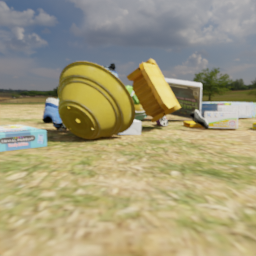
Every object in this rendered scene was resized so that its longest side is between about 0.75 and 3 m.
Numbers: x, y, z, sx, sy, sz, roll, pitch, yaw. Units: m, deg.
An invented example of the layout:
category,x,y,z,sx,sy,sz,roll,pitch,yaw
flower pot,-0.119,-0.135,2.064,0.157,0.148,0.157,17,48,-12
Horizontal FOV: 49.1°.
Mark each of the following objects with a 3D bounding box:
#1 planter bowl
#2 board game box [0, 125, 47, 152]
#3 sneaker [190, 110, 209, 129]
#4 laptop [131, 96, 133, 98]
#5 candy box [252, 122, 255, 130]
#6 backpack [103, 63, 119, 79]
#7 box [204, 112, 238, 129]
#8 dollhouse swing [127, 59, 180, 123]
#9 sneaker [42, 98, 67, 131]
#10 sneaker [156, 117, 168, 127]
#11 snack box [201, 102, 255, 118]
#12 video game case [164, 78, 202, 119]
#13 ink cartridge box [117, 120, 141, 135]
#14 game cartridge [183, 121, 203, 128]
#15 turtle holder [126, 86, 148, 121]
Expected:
category,x,y,z,sx,sy,sz,roll,pitch,yaw
planter bowl,-1.133,-0.456,7.623,2.476,2.476,1.031,4,41,32
board game box,-3.019,0.218,6.943,1.326,0.412,1.757,-5,8,-41
sneaker,2.449,-0.252,9.764,0.390,0.287,0.862,-17,54,-20
laptop,-1.120,-0.685,11.486,2.128,1.233,1.993,2,6,21
candy box,5.519,-0.120,10.570,1.172,0.303,2.293,7,9,33
backpack,-1.762,-1.578,13.735,2.803,2.565,2.060,-9,27,-7
box,3.379,-0.267,10.234,1.163,0.589,0.654,2,-2,14
dollhouse swing,0.664,-1.208,10.134,1.868,2.055,1.807,-30,-1,38
sneaker,-1.928,-0.304,9.364,2.267,1.010,0.890,9,-18,28
sneaker,1.376,-0.253,11.723,0.485,0.468,1.162,-42,8,15
snack box,5.382,-0.999,15.800,2.671,0.904,2.252,-3,6,-21
video game case,2.261,-1.414,13.746,2.614,0.305,2.377,12,-34,21
ink cartridge box,-0.145,-0.073,9.306,0.760,0.448,1.321,2,6,-18
game cartridge,2.932,-0.130,11.332,1.183,0.192,1.043,2,6,-3
turtle holder,0.395,-1.293,13.410,1.636,1.751,2.304,2,-32,10
